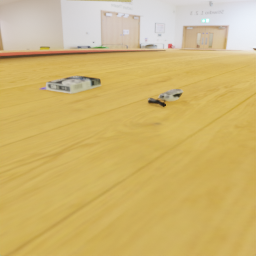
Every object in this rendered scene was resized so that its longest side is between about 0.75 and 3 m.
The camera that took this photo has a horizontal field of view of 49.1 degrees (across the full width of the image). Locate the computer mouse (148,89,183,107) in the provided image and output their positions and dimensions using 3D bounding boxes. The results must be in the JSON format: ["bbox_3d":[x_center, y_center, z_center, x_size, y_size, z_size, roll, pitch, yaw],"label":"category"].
[{"bbox_3d":[1.651,-1.233,11.627,1.751,0.384,0.960,-23,25,-37],"label":"computer mouse"}]

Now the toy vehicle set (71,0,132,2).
[{"bbox_3d":[-1.135,-4.387,8.966,2.185,0.290,1.358,-11,41,-26],"label":"toy vehicle set"}]

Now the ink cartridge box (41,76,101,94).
[{"bbox_3d":[-2.986,-2.288,14.436,2.288,0.496,2.266,10,22,30],"label":"ink cartridge box"}]
